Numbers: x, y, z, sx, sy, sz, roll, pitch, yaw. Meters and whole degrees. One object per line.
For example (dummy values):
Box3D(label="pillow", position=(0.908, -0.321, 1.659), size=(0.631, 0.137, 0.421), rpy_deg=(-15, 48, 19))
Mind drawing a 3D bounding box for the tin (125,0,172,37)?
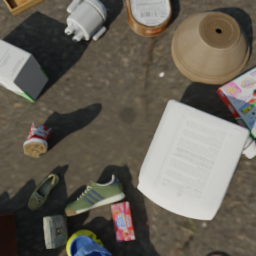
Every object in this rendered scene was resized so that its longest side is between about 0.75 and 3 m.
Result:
Box3D(label="tin", position=(0.689, -4.503, 9.734), size=(1.532, 0.573, 2.736), rpy_deg=(-5, 76, -6))

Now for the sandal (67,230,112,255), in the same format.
Box3D(label="sandal", position=(-0.496, 3.885, 7.231), size=(2.895, 1.260, 1.151), rpy_deg=(35, 77, 6))

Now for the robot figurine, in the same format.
Box3D(label="robot figurine", position=(-1.357, -3.595, 9.268), size=(1.636, 0.924, 1.388), rpy_deg=(-51, 120, -11))

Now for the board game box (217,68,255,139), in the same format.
Box3D(label="board game box", position=(3.947, -0.776, 8.840), size=(1.433, 0.378, 1.873), rpy_deg=(-29, 78, -7))

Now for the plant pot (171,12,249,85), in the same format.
Box3D(label="plant pot", position=(2.733, -2.766, 8.944), size=(2.556, 1.180, 2.556), rpy_deg=(0, 77, -1))

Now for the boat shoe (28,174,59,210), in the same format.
Box3D(label="boat shoe", position=(-2.499, 1.858, 8.177), size=(0.436, 0.376, 1.195), rpy_deg=(39, 79, 9))

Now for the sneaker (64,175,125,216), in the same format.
Box3D(label="sneaker", position=(-1.021, 1.878, 8.021), size=(1.757, 0.589, 0.789), rpy_deg=(-15, 86, -11))

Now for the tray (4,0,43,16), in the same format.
Box3D(label="tray", position=(-3.543, -4.685, 9.883), size=(1.615, 0.299, 0.797), rpy_deg=(-33, 78, -7))

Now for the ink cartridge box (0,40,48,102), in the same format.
Box3D(label="ink cartridge box", position=(-3.860, -1.927, 8.447), size=(2.368, 1.728, 0.995), rpy_deg=(27, 79, 7))

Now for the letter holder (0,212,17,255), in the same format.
Box3D(label="letter holder", position=(-3.693, 3.480, 7.104), size=(1.176, 1.662, 2.338), rpy_deg=(-10, 76, -3))

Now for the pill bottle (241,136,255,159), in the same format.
Box3D(label="pill bottle", position=(3.443, 0.425, 8.452), size=(0.968, 0.551, 0.551), rpy_deg=(43, 80, 9))

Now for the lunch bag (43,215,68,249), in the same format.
Box3D(label="lunch bag", position=(-1.991, 2.805, 7.631), size=(0.573, 0.974, 0.799), rpy_deg=(-8, 75, -2))

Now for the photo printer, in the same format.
Box3D(label="photo printer", position=(1.736, 0.968, 7.887), size=(2.406, 1.004, 2.892), rpy_deg=(22, 89, 7))

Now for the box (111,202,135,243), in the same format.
Box3D(label="box", position=(-0.150, 2.643, 7.919), size=(0.509, 0.487, 1.021), rpy_deg=(-10, 76, -2))

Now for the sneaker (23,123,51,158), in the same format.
Box3D(label="sneaker", position=(-2.540, 0.238, 7.962), size=(0.615, 1.725, 0.970), rpy_deg=(22, 68, -20))
